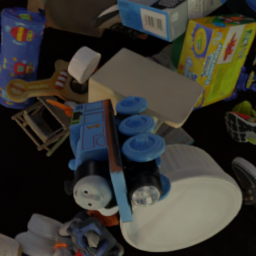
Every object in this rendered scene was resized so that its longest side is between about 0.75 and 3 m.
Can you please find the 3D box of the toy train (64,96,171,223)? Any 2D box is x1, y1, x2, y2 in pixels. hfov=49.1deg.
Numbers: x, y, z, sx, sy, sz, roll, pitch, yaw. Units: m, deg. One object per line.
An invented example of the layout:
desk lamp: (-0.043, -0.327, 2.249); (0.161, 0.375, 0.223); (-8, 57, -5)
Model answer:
toy train: (-0.248, 0.387, 4.968); (1.605, 1.217, 2.809); (-12, 30, 0)

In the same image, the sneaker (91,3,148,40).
sneaker: (0.086, -3.173, 8.449); (2.558, 0.945, 1.014); (-16, 97, -32)

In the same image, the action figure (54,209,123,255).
action figure: (-0.753, 2.684, 7.331); (1.549, 2.962, 2.865); (12, 45, 39)

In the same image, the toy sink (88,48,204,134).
toy sink: (0.408, -0.678, 7.152); (2.412, 1.351, 1.572); (28, 53, 14)

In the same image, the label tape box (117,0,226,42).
label tape box: (1.278, -3.478, 7.507); (2.575, 0.851, 1.845); (-40, 50, -19)

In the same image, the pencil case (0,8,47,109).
pencil case: (-3.080, -1.959, 7.934); (1.123, 2.877, 1.250); (-1, 41, -31)

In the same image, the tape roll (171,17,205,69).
tape roll: (2.031, -2.327, 8.145); (1.672, 1.672, 0.402); (-35, 45, -10)

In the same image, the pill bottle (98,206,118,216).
pill bottle: (-0.627, 1.451, 6.356); (0.664, 1.191, 0.664); (-9, 111, -24)

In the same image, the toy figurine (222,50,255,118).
toy figurine: (3.410, -1.242, 8.983); (1.523, 1.341, 2.543); (18, 93, 43)

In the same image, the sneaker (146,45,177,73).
sneaker: (0.836, -1.817, 8.800); (0.911, 0.988, 2.240); (33, 80, 32)

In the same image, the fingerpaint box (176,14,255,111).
fingerpaint box: (2.297, -1.799, 7.664); (1.898, 2.275, 0.834); (-20, 46, -31)

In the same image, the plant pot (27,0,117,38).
plant pot: (-1.628, -4.151, 9.097); (2.265, 2.610, 2.610); (25, 74, -9)

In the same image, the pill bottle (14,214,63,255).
pill bottle: (-2.509, 3.563, 7.180); (1.339, 1.339, 2.414); (21, 75, 6)

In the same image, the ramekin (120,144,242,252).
ramekin: (1.119, 1.667, 6.869); (2.906, 2.906, 1.353); (-14, 41, -4)

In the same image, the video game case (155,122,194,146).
video game case: (0.685, 0.117, 7.987); (1.399, 0.174, 1.955); (-39, 73, -12)

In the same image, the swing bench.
swing bench: (-2.440, -0.156, 8.535); (1.400, 0.908, 1.393); (-42, 76, -11)

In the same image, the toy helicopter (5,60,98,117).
toy helicopter: (-1.955, -1.023, 7.779); (2.672, 1.054, 1.767); (-9, 81, -15)

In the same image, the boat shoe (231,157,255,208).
boat shoe: (3.666, 1.993, 7.983); (0.799, 0.843, 2.410); (-34, 84, -11)

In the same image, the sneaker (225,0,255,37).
sneaker: (4.367, -4.413, 9.901); (1.077, 0.906, 2.748); (-22, 74, -19)

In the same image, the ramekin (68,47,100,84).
ramekin: (-1.088, -1.552, 6.845); (0.418, 0.857, 0.857); (34, 76, 1)

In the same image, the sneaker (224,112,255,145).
sneaker: (3.136, 0.014, 6.870); (0.767, 1.807, 0.696); (-16, 114, -20)

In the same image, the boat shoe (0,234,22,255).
boat shoe: (-3.915, 2.856, 6.970); (2.913, 1.010, 1.032); (-3, 61, 33)
